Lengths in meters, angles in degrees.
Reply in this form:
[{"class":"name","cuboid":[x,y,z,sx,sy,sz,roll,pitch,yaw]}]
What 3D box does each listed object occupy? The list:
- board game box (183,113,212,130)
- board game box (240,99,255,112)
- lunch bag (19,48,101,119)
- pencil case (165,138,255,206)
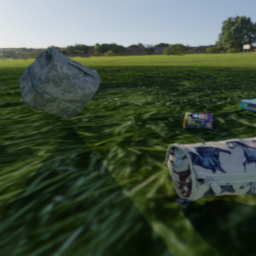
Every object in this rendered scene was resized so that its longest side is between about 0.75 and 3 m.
[{"class":"board game box","cuboid":[2.387,-0.253,9.545,0.920,0.316,1.113,3,16,15]},{"class":"board game box","cuboid":[5.729,-0.920,11.886,1.099,0.342,1.456,-7,17,-25]},{"class":"lunch bag","cuboid":[-2.147,-1.459,9.120,2.124,1.781,1.480,24,36,-47]},{"class":"pencil case","cuboid":[2.022,0.693,4.843,2.586,1.006,1.157,-3,22,-10]}]
